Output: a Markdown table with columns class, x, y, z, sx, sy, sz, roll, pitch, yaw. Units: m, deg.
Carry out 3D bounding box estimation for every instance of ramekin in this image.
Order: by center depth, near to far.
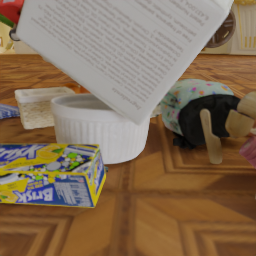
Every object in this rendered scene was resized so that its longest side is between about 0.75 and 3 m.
| class | x | y | z | sx | sy | sz | roll | pitch | yaw |
| --- | --- | --- | --- | --- | --- | --- | --- | --- | --- |
| ramekin | -0.605 | -0.052 | 6.442 | 2.274 | 1.193 | 2.274 | 3 | 15 | -1 |

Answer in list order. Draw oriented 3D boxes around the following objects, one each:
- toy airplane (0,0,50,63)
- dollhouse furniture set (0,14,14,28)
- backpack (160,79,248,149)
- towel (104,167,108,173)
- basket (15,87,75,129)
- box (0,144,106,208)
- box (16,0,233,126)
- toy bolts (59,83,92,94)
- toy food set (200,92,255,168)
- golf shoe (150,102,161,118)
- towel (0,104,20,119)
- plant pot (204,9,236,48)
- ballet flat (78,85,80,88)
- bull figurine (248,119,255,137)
| class | x | y | z | sx | sy | sz | roll | pitch | yaw |
| --- | --- | --- | --- | --- | --- | --- | --- | --- | --- |
| toy airplane | -2.041 | -3.037 | 7.845 | 2.357 | 1.663 | 2.346 | 49 | 51 | 9 |
| dollhouse furniture set | -3.755 | -4.046 | 9.544 | 0.891 | 1.163 | 1.776 | 24 | 14 | -25 |
| backpack | 1.812 | -0.494 | 7.509 | 1.965 | 1.491 | 2.355 | -7 | 17 | -13 |
| towel | -1.200 | 0.920 | 5.359 | 1.050 | 0.155 | 1.431 | 13 | 22 | 31 |
| basket | -2.554 | -0.650 | 8.695 | 1.655 | 1.021 | 1.122 | -8 | 20 | -26 |
| box | -1.541 | 0.741 | 4.560 | 2.203 | 0.708 | 0.772 | 0 | 32 | 12 |
| box | 0.120 | -2.173 | 5.178 | 2.800 | 2.399 | 2.787 | 37 | 39 | -2 |
| toy bolts | -1.066 | -1.124 | 9.901 | 1.805 | 2.486 | 2.603 | 48 | 29 | 17 |
| toy food set | 2.877 | 0.125 | 5.073 | 2.899 | 1.843 | 0.457 | 1 | 34 | 35 |
| golf shoe | 0.543 | -0.682 | 9.045 | 1.196 | 0.963 | 2.459 | 9 | 21 | 8 |
| towel | -5.053 | -0.389 | 9.210 | 1.919 | 0.316 | 2.651 | 13 | 21 | 40 |
| plant pot | 2.616 | -3.125 | 8.575 | 1.404 | 1.404 | 1.390 | 5 | 20 | 14 |
| ballet flat | -2.146 | -2.162 | 13.994 | 0.623 | 0.533 | 1.875 | 3 | 19 | 10 |
| bull figurine | 3.456 | -0.099 | 7.741 | 1.079 | 0.579 | 1.777 | 6 | 19 | 18 |
